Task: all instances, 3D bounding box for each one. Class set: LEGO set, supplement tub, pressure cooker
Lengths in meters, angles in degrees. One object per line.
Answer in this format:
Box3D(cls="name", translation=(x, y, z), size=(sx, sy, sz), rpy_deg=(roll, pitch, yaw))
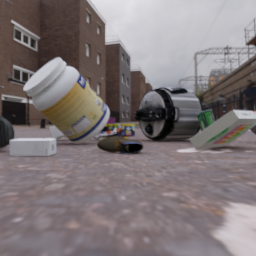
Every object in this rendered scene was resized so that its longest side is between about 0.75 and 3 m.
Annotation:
Box3D(cls="LEGO set", translation=(-1.184, 0.278, 12.236), size=(1.055, 0.347, 1.412), rpy_deg=(-16, -9, 37))
Box3D(cls="supplement tub", translation=(-2.026, -0.884, 9.449), size=(1.828, 1.828, 2.532), rpy_deg=(1, -41, 48))
Box3D(cls="pressure cooker", translation=(1.593, -0.530, 11.645), size=(2.500, 2.233, 2.199), rpy_deg=(-1, -42, -29))

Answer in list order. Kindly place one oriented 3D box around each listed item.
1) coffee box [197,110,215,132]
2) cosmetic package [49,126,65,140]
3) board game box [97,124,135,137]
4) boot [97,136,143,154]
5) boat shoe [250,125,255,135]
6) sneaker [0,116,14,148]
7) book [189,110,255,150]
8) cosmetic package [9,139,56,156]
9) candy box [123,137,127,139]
Box3D(cls="coffee box", translation=(2.861, -0.057, 10.086), size=(0.393, 1.098, 1.786), rpy_deg=(-15, -5, 8))
Box3D(cls="cosmetic package", translation=(-2.610, 0.073, 11.975), size=(1.319, 0.535, 0.745), rpy_deg=(-18, -4, -11))
Box3D(cls="board game box", translation=(-1.223, 0.141, 15.865), size=(2.610, 0.740, 2.158), rpy_deg=(0, -1, 27))
Box3D(cls="boot", translation=(-0.160, 0.392, 6.464), size=(1.089, 0.407, 0.528), rpy_deg=(2, -2, -9))
Box3D(cls="boat shoe", translation=(5.333, -0.059, 10.480), size=(2.356, 0.878, 0.864), rpy_deg=(13, 17, -14))
Box3D(cls="sneaker", translation=(-3.807, 0.047, 7.606), size=(2.863, 1.061, 1.267), rpy_deg=(1, 3, 32))
Box3D(cls="book", translation=(2.750, 0.011, 7.703), size=(2.060, 0.495, 1.376), rpy_deg=(-3, -31, -49))
Box3D(cls="cosmetic package", translation=(-2.063, 0.417, 6.108), size=(0.873, 0.354, 0.492), rpy_deg=(1, 3, 3))
Box3D(cls="candy box", translation=(-0.527, 0.478, 12.287), size=(0.912, 0.120, 0.466), rpy_deg=(0, -2, -38))
